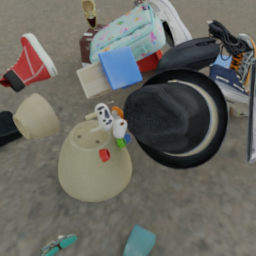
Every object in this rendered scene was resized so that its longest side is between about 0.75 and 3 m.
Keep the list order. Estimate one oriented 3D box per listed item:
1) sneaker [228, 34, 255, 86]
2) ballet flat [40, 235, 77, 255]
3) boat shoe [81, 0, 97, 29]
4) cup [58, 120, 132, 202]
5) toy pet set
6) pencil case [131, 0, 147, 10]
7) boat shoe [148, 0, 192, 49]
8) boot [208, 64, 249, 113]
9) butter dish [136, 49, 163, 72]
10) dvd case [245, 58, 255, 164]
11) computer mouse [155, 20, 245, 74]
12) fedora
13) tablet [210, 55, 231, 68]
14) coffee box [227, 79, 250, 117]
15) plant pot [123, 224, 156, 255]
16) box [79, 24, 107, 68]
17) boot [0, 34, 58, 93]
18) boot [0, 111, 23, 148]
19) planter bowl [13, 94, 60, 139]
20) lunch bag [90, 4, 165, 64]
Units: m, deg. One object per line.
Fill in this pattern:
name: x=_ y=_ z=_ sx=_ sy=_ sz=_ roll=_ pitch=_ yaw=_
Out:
sneaker: x=3.607 y=-2.090 z=9.082 sx=0.706 sy=1.828 sz=0.716 roll=-28 pitch=36 yaw=-26
ballet flat: x=-1.896 y=3.123 z=7.557 sx=1.025 sy=0.381 sz=0.381 roll=-25 pitch=50 yaw=-27
boat shoe: x=-1.292 y=-3.941 z=9.667 sx=0.462 sy=1.249 sz=0.414 roll=-16 pitch=67 yaw=3
cup: x=-1.107 y=0.817 z=8.880 sx=2.474 sy=1.769 sz=2.474 roll=0 pitch=45 yaw=0
toy pet set: x=-0.123 y=-0.717 z=7.644 sx=1.450 sy=2.550 sz=2.731 roll=-20 pitch=4 yaw=14
pencil case: x=0.484 y=-5.153 z=11.582 sx=0.659 sy=0.757 sz=1.693 roll=-25 pitch=5 yaw=6
boat shoe: x=1.414 y=-4.139 z=11.211 sx=0.935 sy=1.024 sz=2.845 roll=-18 pitch=71 yaw=-28
boot: x=3.457 y=-1.210 z=8.857 sx=2.213 sy=0.805 sz=0.999 roll=19 pitch=78 yaw=-22
butter dish: x=0.354 y=-3.809 z=13.444 sx=2.001 sy=2.707 sz=2.700 roll=-27 pitch=43 yaw=9
dvd case: x=3.879 y=-0.613 z=7.806 sx=2.059 sy=2.770 sz=0.221 roll=-19 pitch=23 yaw=-40
computer mouse: x=1.989 y=-2.401 z=8.862 sx=2.780 sy=0.733 sz=1.925 roll=-30 pitch=45 yaw=12
fedora: x=0.898 y=-0.256 z=7.099 sx=1.363 sy=2.985 sz=2.985 roll=2 pitch=33 yaw=-47
tablet: x=4.752 y=-3.399 z=14.347 sx=1.810 sy=0.124 sz=1.178 roll=11 pitch=45 yaw=10
coffee box: x=3.809 y=-1.267 z=11.515 sx=2.599 sy=1.036 sz=1.486 roll=-5 pitch=45 yaw=-5
plant pot: x=0.261 y=3.146 z=7.369 sx=0.611 sy=0.611 sz=0.864 roll=23 pitch=56 yaw=22
box: x=-1.294 y=-3.974 z=13.907 sx=1.574 sy=1.558 sz=1.898 roll=11 pitch=45 yaw=11
boot: x=-3.760 y=-2.271 z=9.728 sx=1.810 sy=0.908 sz=2.508 roll=-30 pitch=53 yaw=-12
boot: x=-4.902 y=0.057 z=10.448 sx=1.615 sy=0.617 sz=1.357 roll=-25 pitch=53 yaw=-32
planter bowl: x=-2.636 y=-0.217 z=7.797 sx=1.251 sy=1.251 sz=0.842 roll=34 pitch=55 yaw=30
lunch bag: x=-0.050 y=-3.186 z=10.160 sx=2.810 sy=1.083 sz=2.254 roll=-25 pitch=39 yaw=22
